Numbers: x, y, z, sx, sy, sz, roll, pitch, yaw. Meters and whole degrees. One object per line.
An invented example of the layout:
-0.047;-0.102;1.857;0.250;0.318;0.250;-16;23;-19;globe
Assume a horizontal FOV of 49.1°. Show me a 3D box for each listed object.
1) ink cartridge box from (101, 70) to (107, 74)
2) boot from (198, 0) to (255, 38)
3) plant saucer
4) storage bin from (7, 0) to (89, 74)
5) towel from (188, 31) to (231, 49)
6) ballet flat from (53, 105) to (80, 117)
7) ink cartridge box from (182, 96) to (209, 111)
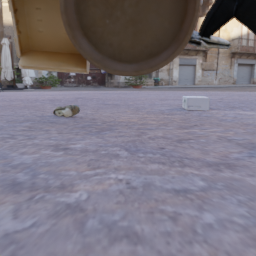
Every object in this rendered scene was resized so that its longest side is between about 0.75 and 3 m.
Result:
-0.631;-3.907;11.901;0.604;2.791;2.741;-23;14;-31;ink cartridge box
2.823;-2.754;7.028;1.521;1.856;0.687;37;42;11;boot
0.011;-2.375;5.413;2.704;2.704;0.398;1;20;9;plant saucer
-2.383;-3.085;8.707;2.391;2.408;1.129;2;45;-8;storage bin
2.125;-3.197;9.561;2.220;0.398;2.305;32;31;30;towel
-2.684;-0.671;11.930;1.449;0.492;0.546;1;30;40;ballet flat
3.642;-1.355;15.138;1.182;0.681;1.620;0;9;3;ink cartridge box
